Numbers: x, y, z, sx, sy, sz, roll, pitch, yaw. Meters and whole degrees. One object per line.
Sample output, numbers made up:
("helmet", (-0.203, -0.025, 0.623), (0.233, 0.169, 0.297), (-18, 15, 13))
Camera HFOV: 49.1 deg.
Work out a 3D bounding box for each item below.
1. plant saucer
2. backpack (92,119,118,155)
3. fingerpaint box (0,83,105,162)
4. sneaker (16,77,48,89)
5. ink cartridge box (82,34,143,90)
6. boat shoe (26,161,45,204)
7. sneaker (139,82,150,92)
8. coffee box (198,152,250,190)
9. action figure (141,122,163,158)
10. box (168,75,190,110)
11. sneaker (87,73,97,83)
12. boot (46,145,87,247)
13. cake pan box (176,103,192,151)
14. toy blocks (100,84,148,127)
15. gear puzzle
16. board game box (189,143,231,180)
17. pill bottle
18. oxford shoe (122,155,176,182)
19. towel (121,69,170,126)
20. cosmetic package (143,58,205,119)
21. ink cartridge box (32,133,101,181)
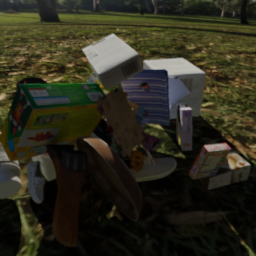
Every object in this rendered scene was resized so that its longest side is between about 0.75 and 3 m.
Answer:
("plant saucer", (-0.493, 1.362, 8.072), (0.494, 2.867, 2.867), (-36, 42, -21))
("backpack", (-0.488, 0.289, 11.921), (1.798, 1.321, 1.645), (-12, 30, -28))
("fingerpaint box", (-2.321, -0.255, 8.990), (2.844, 2.373, 1.043), (-11, 57, -46))
("sneaker", (-3.522, -1.370, 12.001), (2.626, 1.139, 0.968), (6, 63, -39))
("ink cartridge box", (-0.620, -2.350, 9.596), (1.406, 0.650, 2.580), (-28, 37, -4))
("boat shoe", (-2.586, 1.523, 7.998), (0.423, 1.220, 0.432), (-22, -17, 13))
("sneaker", (0.666, -1.618, 11.221), (0.302, 0.314, 0.801), (-34, 20, 3))
("coffee box", (3.421, 1.542, 10.295), (1.730, 0.690, 0.990), (-10, 30, -18))
("action figure", (0.513, 0.368, 10.421), (1.470, 0.985, 1.095), (26, 80, 17))
("box", (2.055, -1.623, 12.910), (1.112, 0.731, 1.118), (-34, 78, -6))
("sneaker", (-1.710, -2.212, 13.100), (0.371, 0.955, 0.412), (41, 60, 1))
("boot", (-1.859, 1.778, 8.099), (0.856, 2.500, 2.354), (2, 6, -39))
("cake pan box", (2.360, -0.113, 11.845), (0.470, 1.799, 1.657), (-3, 15, 0))
("toy blocks", (-0.231, -0.736, 11.005), (1.997, 1.460, 2.921), (22, 3, -25))
("gear puzzle", (-0.123, 0.132, 9.264), (0.379, 2.895, 1.499), (-12, 19, 40))
("board game box", (2.083, 0.868, 7.172), (0.763, 1.007, 0.233), (-3, 40, -27))
("pill bottle", (-4.414, 1.284, 9.617), (1.210, 1.210, 2.124), (-14, 51, -24))
("oxford shoe", (0.594, 1.401, 10.332), (2.836, 0.819, 1.066), (-7, 20, -24))
("towel", (0.750, -1.244, 12.037), (2.044, 2.823, 0.337), (3, 39, 17))
("cosmetic package", (2.348, -2.198, 15.306), (2.468, 2.453, 2.949), (-6, 30, -11))
("ink cartridge box", (-2.476, 0.889, 11.145), (2.404, 1.014, 1.740), (-19, 34, -31))
